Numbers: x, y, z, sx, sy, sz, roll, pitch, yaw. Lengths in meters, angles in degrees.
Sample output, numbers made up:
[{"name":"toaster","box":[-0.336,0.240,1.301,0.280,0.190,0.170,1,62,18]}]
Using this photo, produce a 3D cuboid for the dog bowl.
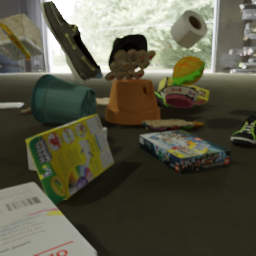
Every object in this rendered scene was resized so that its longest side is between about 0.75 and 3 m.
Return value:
[{"name":"dog bowl","box":[2.641,-1.534,14.201,1.706,0.629,1.706,13,-13,3]}]

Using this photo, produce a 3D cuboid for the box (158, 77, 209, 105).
[{"name":"box","box":[2.956,-1.951,14.937,2.563,0.642,0.964,16,-13,-14]}]

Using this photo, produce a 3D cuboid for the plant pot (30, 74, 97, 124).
[{"name":"plant pot","box":[-2.399,-0.982,11.034,1.951,1.992,1.992,12,17,15]}]

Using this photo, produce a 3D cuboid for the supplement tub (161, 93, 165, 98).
[{"name":"supplement tub","box":[2.730,-2.243,17.061,1.171,1.171,1.615,5,15,19]}]

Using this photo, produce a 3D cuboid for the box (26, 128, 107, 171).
[{"name":"box","box":[-1.502,0.497,7.427,1.243,0.641,2.131,4,15,16]}]

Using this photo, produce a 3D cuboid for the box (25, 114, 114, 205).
[{"name":"box","box":[-1.163,0.572,5.776,0.537,1.302,2.219,-16,6,25]}]

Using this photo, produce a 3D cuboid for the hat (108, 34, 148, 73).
[{"name":"hat","box":[-0.186,-3.507,12.696,2.388,2.388,0.963,-13,56,-41]}]

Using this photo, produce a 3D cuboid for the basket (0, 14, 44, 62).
[{"name":"basket","box":[-4.061,-3.295,10.355,1.349,1.085,1.337,-11,-11,11]}]

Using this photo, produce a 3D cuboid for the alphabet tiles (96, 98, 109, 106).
[{"name":"alphabet tiles","box":[-1.290,-1.539,16.404,1.884,0.141,1.926,3,15,16]}]

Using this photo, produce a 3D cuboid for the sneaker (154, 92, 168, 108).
[{"name":"sneaker","box":[1.652,-1.390,15.202,0.686,0.628,1.637,-40,31,-2]}]

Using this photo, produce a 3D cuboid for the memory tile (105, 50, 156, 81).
[{"name":"memory tile","box":[0.111,-2.447,11.068,2.019,1.548,0.170,-12,59,-38]}]

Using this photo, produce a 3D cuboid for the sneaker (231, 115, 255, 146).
[{"name":"sneaker","box":[3.832,-0.001,8.985,0.720,0.831,2.008,10,17,34]}]

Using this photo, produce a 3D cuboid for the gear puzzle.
[{"name":"gear puzzle","box":[1.749,-0.076,10.498,2.371,0.310,1.228,-3,12,-24]}]

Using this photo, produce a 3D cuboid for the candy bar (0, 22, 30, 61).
[{"name":"candy bar","box":[-3.273,-2.497,8.186,0.220,0.496,1.988,-40,-3,-7]}]

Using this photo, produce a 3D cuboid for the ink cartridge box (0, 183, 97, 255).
[{"name":"ink cartridge box","box":[-1.271,1.532,2.984,1.410,0.831,2.450,-10,17,-34]}]

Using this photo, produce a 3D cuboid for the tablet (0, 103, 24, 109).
[{"name":"tablet","box":[-6.781,-1.194,15.084,1.994,0.136,1.298,-2,14,-8]}]

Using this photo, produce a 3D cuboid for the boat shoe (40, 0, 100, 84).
[{"name":"boat shoe","box":[-1.978,-3.068,9.755,0.894,2.991,1.069,-24,12,16]}]

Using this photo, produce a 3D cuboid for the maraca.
[{"name":"maraca","box":[2.221,-2.059,10.446,1.325,1.034,1.933,-21,23,28]}]

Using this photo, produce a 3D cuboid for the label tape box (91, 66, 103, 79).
[{"name":"label tape box","box":[-1.688,-2.696,13.494,0.826,0.596,0.262,4,42,19]}]

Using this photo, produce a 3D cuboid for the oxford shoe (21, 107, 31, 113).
[{"name":"oxford shoe","box":[-4.746,-0.866,13.469,0.784,0.290,0.278,-5,15,-19]}]

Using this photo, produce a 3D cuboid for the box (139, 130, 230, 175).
[{"name":"box","box":[1.428,0.566,7.614,1.487,0.410,2.177,-6,16,-23]}]

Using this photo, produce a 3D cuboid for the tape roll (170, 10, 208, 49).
[{"name":"tape roll","box":[2.567,-4.166,11.889,1.337,1.337,0.918,-10,-17,-33]}]

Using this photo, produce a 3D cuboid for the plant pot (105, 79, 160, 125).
[{"name":"plant pot","box":[0.183,-1.206,12.022,2.396,1.677,2.396,0,13,0]}]
